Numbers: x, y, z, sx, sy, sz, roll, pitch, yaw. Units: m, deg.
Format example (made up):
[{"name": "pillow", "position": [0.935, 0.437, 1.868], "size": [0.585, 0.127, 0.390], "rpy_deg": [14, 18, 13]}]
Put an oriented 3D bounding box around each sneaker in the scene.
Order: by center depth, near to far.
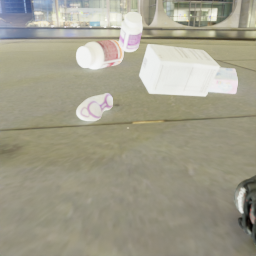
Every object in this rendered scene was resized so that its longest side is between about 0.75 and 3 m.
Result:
[{"name": "sneaker", "position": [1.769, 1.156, 3.197], "size": [1.232, 0.892, 2.522], "rpy_deg": [13, 23, 28]}, {"name": "sneaker", "position": [-1.079, -0.557, 8.180], "size": [0.801, 0.602, 1.609], "rpy_deg": [-8, 14, 28]}]

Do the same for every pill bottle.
[{"name": "pill bottle", "position": [0.107, -3.404, 9.942], "size": [0.741, 1.319, 0.741], "rpy_deg": [4, 63, -8]}, {"name": "pill bottle", "position": [-1.576, -4.119, 15.739], "size": [1.468, 1.468, 2.599], "rpy_deg": [15, 26, 34]}]

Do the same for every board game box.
[{"name": "board game box", "position": [3.174, -2.135, 11.923], "size": [2.660, 0.580, 2.673], "rpy_deg": [7, 23, 16]}]

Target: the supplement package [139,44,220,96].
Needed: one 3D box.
[{"name": "supplement package", "position": [0.859, -0.978, 4.818], "size": [1.111, 0.632, 0.609], "rpy_deg": [1, 40, -20]}]
